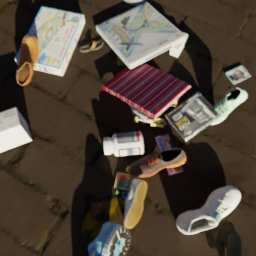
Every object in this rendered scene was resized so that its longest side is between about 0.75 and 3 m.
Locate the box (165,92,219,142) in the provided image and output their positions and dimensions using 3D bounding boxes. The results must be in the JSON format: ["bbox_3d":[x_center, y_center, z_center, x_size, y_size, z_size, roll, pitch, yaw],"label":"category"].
[{"bbox_3d":[2.225,-0.396,9.784,1.454,0.362,1.147,-35,66,0],"label":"box"}]

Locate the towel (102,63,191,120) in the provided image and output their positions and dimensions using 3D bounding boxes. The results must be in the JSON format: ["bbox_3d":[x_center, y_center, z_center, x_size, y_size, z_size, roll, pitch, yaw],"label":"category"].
[{"bbox_3d":[0.571,-1.438,9.899,2.649,0.298,1.916,33,64,33],"label":"towel"}]

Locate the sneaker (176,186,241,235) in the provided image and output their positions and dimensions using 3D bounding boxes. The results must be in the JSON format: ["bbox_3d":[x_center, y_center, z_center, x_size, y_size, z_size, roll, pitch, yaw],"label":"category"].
[{"bbox_3d":[2.552,2.545,8.329,2.220,0.982,0.835,-31,89,-9],"label":"sneaker"}]

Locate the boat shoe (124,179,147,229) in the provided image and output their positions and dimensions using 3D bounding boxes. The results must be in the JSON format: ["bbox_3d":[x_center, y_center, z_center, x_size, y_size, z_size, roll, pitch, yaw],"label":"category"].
[{"bbox_3d":[0.153,2.350,8.778,0.539,0.528,1.523,24,81,-37],"label":"boat shoe"}]

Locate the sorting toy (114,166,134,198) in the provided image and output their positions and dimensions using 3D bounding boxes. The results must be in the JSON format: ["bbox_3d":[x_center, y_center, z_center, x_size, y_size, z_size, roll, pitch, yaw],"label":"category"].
[{"bbox_3d":[-0.120,1.752,9.197,0.597,0.145,1.061,10,67,4],"label":"sorting toy"}]

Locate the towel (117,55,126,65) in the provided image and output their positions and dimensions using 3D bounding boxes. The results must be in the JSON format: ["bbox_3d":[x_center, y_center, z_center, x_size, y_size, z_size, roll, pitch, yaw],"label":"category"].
[{"bbox_3d":[-0.236,-2.912,11.197,0.409,0.086,0.951,0,67,-1],"label":"towel"}]

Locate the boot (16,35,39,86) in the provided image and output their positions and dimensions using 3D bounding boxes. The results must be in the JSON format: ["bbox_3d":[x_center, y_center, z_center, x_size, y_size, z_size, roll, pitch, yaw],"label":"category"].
[{"bbox_3d":[-3.533,-2.364,9.845,0.668,1.402,1.813,7,104,-17],"label":"boot"}]

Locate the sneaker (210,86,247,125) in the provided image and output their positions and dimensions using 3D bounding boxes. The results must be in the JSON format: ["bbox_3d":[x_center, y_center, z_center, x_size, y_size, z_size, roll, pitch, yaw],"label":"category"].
[{"bbox_3d":[3.218,-0.771,9.519,1.636,0.965,0.602,-45,63,21],"label":"sneaker"}]

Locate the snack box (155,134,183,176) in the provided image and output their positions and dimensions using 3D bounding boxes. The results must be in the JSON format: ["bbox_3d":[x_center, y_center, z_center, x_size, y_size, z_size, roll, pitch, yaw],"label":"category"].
[{"bbox_3d":[1.378,0.896,9.544,0.498,0.169,1.387,-17,68,-6],"label":"snack box"}]

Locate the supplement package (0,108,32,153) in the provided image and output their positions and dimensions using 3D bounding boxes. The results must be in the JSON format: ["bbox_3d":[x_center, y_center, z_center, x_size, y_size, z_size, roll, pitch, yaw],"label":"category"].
[{"bbox_3d":[-4.134,0.142,9.329,1.401,1.091,0.777,-21,61,-8],"label":"supplement package"}]

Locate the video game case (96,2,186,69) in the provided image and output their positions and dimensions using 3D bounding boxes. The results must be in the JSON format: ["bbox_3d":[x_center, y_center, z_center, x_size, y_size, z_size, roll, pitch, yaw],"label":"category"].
[{"bbox_3d":[0.434,-3.771,11.139,2.535,0.306,2.780,-29,58,-11],"label":"video game case"}]

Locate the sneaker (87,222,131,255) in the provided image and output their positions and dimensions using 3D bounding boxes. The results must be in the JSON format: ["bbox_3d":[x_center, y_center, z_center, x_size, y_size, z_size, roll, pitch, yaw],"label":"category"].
[{"bbox_3d":[-0.768,3.827,8.040,1.065,0.928,2.368,15,77,52],"label":"sneaker"}]

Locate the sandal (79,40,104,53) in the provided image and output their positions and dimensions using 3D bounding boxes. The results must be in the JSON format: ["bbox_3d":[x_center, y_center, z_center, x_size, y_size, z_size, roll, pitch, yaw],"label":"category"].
[{"bbox_3d":[-1.459,-3.301,11.185,1.034,0.282,0.423,-17,53,-7],"label":"sandal"}]

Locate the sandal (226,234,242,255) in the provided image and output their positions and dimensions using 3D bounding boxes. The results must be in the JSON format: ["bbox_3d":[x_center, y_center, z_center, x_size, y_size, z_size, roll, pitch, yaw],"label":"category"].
[{"bbox_3d":[3.087,3.871,8.248,0.535,0.341,1.423,18,56,8],"label":"sandal"}]

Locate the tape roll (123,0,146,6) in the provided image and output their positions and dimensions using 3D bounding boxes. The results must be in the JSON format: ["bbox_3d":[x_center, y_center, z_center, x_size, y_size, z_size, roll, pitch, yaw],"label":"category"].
[{"bbox_3d":[0.294,-5.944,12.314,1.143,0.378,1.143,0,67,1],"label":"tape roll"}]

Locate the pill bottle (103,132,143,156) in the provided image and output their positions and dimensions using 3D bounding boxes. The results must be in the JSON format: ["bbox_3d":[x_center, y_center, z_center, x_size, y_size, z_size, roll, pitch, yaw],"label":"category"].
[{"bbox_3d":[-0.164,0.551,9.365,1.282,0.767,0.767,-5,67,-2],"label":"pill bottle"}]

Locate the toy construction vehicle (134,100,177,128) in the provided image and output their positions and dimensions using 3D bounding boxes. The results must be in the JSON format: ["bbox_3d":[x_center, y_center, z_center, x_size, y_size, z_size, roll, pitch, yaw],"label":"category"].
[{"bbox_3d":[0.968,-0.625,9.732,1.392,0.490,1.212,11,94,0],"label":"toy construction vehicle"}]

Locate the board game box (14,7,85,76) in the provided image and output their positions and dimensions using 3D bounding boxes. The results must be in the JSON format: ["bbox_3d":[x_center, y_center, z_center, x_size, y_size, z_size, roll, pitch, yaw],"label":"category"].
[{"bbox_3d":[-3.071,-3.526,11.239,1.868,0.476,2.779,14,68,6],"label":"board game box"}]

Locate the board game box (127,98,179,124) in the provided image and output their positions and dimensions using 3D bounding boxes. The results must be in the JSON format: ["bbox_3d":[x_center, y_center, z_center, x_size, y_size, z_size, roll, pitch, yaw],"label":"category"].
[{"bbox_3d":[0.745,-1.219,10.345,1.620,0.333,1.617,-33,71,-13],"label":"board game box"}]

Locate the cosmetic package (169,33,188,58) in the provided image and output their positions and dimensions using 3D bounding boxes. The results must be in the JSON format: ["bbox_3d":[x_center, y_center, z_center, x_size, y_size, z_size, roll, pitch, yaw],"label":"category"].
[{"bbox_3d":[2.003,-3.318,11.152,0.380,0.482,0.897,25,70,11],"label":"cosmetic package"}]

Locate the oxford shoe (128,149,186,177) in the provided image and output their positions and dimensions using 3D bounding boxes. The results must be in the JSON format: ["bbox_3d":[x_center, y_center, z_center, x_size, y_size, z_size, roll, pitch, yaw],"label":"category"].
[{"bbox_3d":[0.878,1.052,9.071,1.958,0.710,0.697,-20,60,4],"label":"oxford shoe"}]

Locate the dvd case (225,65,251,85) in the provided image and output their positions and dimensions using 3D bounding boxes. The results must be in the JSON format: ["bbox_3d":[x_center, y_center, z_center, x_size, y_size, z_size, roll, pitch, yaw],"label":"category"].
[{"bbox_3d":[4.254,-2.049,10.833,0.808,0.089,0.590,-24,69,-11],"label":"dvd case"}]
